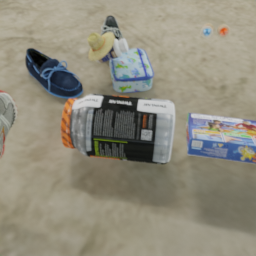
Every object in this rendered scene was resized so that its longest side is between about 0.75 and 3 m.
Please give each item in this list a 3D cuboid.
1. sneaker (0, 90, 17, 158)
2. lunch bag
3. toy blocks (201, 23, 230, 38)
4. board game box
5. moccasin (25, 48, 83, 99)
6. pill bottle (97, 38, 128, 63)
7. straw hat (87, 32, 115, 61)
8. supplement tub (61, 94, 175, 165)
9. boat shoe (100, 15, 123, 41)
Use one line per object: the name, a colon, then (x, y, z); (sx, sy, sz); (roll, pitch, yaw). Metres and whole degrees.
sneaker: (-2.786, 0.099, 5.732); (0.737, 1.894, 0.778); (14, 23, -12)
lunch bag: (0.110, -2.135, 10.171); (1.509, 0.774, 1.878); (-4, 49, -7)
toy blocks: (2.382, -2.622, 7.638); (0.759, 0.331, 0.911); (9, 28, 14)
board game box: (2.819, 0.255, 6.969); (2.666, 0.459, 1.805); (8, 23, 8)
moccasin: (-2.781, -1.941, 9.839); (2.813, 0.959, 1.132); (29, 54, 23)
pill bottle: (-0.588, -2.662, 9.581); (1.118, 0.620, 0.620); (-14, 46, 16)
straw hat: (-1.047, -2.814, 9.151); (1.261, 0.534, 1.261); (-25, 48, 32)
supplement tub: (-0.238, 0.002, 7.555); (2.834, 1.737, 1.737); (6, 48, 4)
boat shoe: (-0.682, -3.780, 11.557); (0.954, 0.883, 2.585); (1, 48, 1)
